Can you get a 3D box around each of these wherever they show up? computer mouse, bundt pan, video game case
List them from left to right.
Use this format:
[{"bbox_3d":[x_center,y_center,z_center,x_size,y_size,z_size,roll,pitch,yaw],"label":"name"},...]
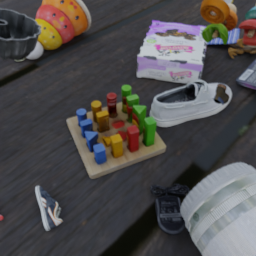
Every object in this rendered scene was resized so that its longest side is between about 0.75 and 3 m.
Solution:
[{"bbox_3d":[-2.568,-1.864,5.658,1.549,0.581,1.549,12,37,-9],"label":"bundt pan"},{"bbox_3d":[0.985,1.917,6.458,0.965,0.367,1.393,1,35,3],"label":"computer mouse"},{"bbox_3d":[5.245,-1.824,8.764,2.137,0.284,2.992,-44,36,-6],"label":"video game case"}]

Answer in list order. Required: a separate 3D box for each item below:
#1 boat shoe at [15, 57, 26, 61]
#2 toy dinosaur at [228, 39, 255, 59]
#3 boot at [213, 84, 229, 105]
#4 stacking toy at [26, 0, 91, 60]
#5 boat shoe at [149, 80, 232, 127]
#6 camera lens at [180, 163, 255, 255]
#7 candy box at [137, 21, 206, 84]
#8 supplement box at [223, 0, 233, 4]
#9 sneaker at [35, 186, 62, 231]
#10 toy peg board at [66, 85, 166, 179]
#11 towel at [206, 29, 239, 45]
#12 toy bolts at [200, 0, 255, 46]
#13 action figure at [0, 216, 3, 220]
[{"bbox_3d":[-4.212,-3.180,11.185,0.525,0.450,1.435,7,48,3],"label":"boat shoe"},{"bbox_3d":[4.498,-3.292,11.249,2.759,0.833,1.465,26,34,34],"label":"toy dinosaur"},{"bbox_3d":[2.200,-0.689,6.721,0.309,0.827,0.401,19,75,33],"label":"boot"},{"bbox_3d":[-3.075,-3.842,11.173,2.189,2.189,2.995,23,70,20],"label":"stacking toy"},{"bbox_3d":[2.011,-0.960,8.680,2.932,1.005,1.056,-15,48,-13],"label":"boat shoe"},{"bbox_3d":[2.343,2.100,5.153,1.930,1.930,2.413,-20,49,-18],"label":"camera lens"},{"bbox_3d":[1.713,-2.878,10.516,2.264,0.965,2.699,10,47,10],"label":"candy box"},{"bbox_3d":[2.906,-3.997,8.985,0.544,1.000,0.548,23,7,-40],"label":"supplement box"},{"bbox_3d":[-1.829,1.795,6.491,0.430,0.425,1.083,-21,61,-12],"label":"sneaker"},{"bbox_3d":[-0.407,-0.101,7.813,2.228,1.094,2.237,-18,49,-17],"label":"toy peg board"},{"bbox_3d":[3.788,-3.828,11.729,1.587,0.189,1.149,6,46,24],"label":"towel"},{"bbox_3d":[2.645,-2.814,6.758,1.581,1.510,1.096,22,76,35],"label":"toy bolts"},{"bbox_3d":[-3.361,1.874,6.372,1.054,0.522,0.344,13,48,8],"label":"action figure"}]
